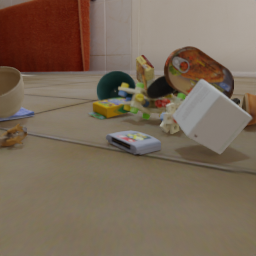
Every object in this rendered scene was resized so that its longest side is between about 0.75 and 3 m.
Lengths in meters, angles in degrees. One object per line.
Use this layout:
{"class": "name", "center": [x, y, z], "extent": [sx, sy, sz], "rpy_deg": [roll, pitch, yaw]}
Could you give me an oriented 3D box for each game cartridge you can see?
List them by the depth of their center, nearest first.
{"class": "game cartridge", "center": [0.153, 0.330, 6.974], "extent": [0.868, 0.267, 1.304], "rpy_deg": [-5, 15, -37]}

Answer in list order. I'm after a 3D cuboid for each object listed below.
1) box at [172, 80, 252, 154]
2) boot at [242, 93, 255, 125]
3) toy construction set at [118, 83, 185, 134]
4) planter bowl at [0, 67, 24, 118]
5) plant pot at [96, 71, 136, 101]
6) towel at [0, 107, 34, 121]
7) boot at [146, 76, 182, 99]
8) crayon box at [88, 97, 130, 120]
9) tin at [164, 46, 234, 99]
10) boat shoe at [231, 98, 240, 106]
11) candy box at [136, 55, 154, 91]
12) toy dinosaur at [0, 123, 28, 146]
{"class": "box", "center": [1.857, -0.247, 6.312], "extent": [1.119, 1.113, 0.958], "rpy_deg": [27, 20, -26]}
{"class": "boot", "center": [4.865, -0.490, 9.096], "extent": [2.141, 1.058, 2.758], "rpy_deg": [11, 10, 27]}
{"class": "toy construction set", "center": [1.016, -0.719, 9.033], "extent": [1.814, 1.274, 2.766], "rpy_deg": [20, 8, -37]}
{"class": "planter bowl", "center": [-4.330, -1.086, 9.539], "extent": [1.767, 1.189, 1.767], "rpy_deg": [-3, 46, 3]}
{"class": "plant pot", "center": [-0.448, -1.486, 11.917], "extent": [1.625, 1.625, 1.094], "rpy_deg": [1, -5, 4]}
{"class": "towel", "center": [-4.642, -0.622, 10.739], "extent": [1.438, 0.237, 1.986], "rpy_deg": [-14, 20, -39]}
{"class": "boot", "center": [1.570, -1.385, 9.515], "extent": [1.842, 0.674, 1.387], "rpy_deg": [-32, -17, 5]}
{"class": "crayon box", "center": [-0.645, -0.774, 10.644], "extent": [1.538, 0.397, 0.967], "rpy_deg": [-17, 27, -34]}
{"class": "tin", "center": [2.108, -1.464, 8.327], "extent": [2.325, 1.302, 0.487], "rpy_deg": [27, -1, -20]}
{"class": "boat shoe", "center": [3.206, -0.735, 9.245], "extent": [0.956, 0.288, 0.341], "rpy_deg": [-29, 32, 31]}
{"class": "candy box", "center": [0.584, -1.871, 9.676], "extent": [0.325, 1.175, 0.678], "rpy_deg": [-29, 65, -10]}
{"class": "toy dinosaur", "center": [-3.059, 0.301, 6.950], "extent": [0.910, 0.518, 1.713], "rpy_deg": [-22, -2, 29]}
